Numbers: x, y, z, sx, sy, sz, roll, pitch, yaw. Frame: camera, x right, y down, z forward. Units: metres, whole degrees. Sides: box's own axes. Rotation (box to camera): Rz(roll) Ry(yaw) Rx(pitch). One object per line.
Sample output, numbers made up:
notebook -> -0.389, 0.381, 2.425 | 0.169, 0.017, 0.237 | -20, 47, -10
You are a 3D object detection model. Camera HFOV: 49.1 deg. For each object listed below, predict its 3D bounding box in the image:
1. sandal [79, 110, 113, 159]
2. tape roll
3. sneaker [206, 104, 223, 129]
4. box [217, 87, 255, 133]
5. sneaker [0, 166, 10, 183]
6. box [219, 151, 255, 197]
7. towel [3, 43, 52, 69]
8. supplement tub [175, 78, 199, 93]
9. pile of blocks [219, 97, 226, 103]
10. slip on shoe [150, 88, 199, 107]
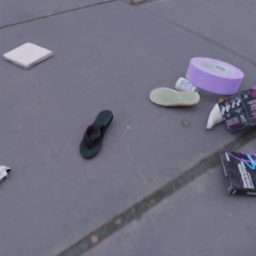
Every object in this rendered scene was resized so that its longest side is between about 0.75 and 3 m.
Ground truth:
sandal -> -1.235, 0.114, 10.221 | 0.837, 0.533, 2.228 | 3, 51, 24
tape roll -> 3.788, -2.331, 12.368 | 2.340, 0.768, 2.340 | 9, 33, -6
sneaker -> 3.514, -0.413, 10.957 | 0.608, 0.523, 1.436 | 24, 50, 20
box -> 4.792, -0.774, 10.437 | 2.203, 1.456, 1.264 | -15, 81, -17
sneaker -> -4.079, 1.571, 9.044 | 0.356, 0.307, 0.812 | 4, 45, 2
box -> 4.117, 1.486, 8.964 | 2.126, 0.384, 1.520 | 4, 44, -2
towel -> -5.228, -3.804, 14.674 | 1.857, 0.299, 1.774 | 26, 50, 25
supplement tub -> 2.607, -1.771, 12.335 | 0.898, 0.592, 0.592 | 33, 53, 29
pile of blocks -> 4.257, -0.942, 11.614 | 0.504, 0.381, 1.227 | -11, 45, -12
slip on shoe -> 1.937, -1.227, 11.783 | 2.114, 0.647, 0.783 | 6, 80, 22
